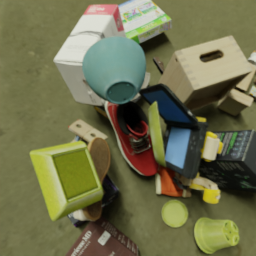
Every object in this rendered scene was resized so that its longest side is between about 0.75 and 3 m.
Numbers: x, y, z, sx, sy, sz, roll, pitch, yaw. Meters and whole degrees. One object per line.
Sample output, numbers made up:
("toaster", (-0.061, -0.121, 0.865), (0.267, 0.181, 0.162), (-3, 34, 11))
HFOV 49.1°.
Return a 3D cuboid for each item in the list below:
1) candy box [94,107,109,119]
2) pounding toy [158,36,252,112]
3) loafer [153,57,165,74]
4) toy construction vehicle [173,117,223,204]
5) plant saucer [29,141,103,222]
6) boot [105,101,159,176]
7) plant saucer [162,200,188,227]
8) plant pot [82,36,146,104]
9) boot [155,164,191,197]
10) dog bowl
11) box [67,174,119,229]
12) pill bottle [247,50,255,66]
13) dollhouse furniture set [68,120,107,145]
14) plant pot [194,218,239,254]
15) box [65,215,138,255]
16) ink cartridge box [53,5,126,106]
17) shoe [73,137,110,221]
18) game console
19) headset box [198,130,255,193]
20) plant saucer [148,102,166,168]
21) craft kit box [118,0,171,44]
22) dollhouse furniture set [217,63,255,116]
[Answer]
("candy box", (-0.806, -0.468, 10.220), (0.918, 0.469, 0.121), (35, 92, 13))
("pounding toy", (2.325, -1.747, 8.794), (2.472, 2.275, 1.757), (-19, 75, -15))
("loafer", (1.267, -2.470, 10.942), (0.287, 0.295, 0.809), (-28, 79, -5))
("toy construction vehicle", (2.149, 0.818, 8.424), (0.885, 2.513, 2.188), (8, 98, -12))
("plant saucer", (-1.035, 0.888, 5.271), (0.310, 1.294, 1.292), (-27, 80, 36))
("boot", (0.328, 0.466, 8.275), (1.070, 2.133, 2.956), (-30, 109, -7))
("plant saucer", (1.614, 2.985, 9.768), (0.899, 0.140, 0.899), (0, 77, 1))
("plant pot", (-0.248, -1.155, 6.492), (1.540, 1.540, 1.037), (-12, 52, -3))
("boot", (1.484, 1.180, 9.831), (1.308, 0.916, 2.440), (-1, 78, 5))
("dog bowl", (-0.475, -1.821, 10.365), (2.525, 0.741, 2.525), (0, 66, 0))
("box", (-1.268, 2.338, 9.239), (1.761, 1.076, 0.934), (-33, 70, -18))
("pill bottle", (5.160, -2.794, 10.847), (1.080, 0.629, 0.629), (-43, 80, -9))
("dollhouse furniture set", (-1.770, 0.814, 9.223), (1.225, 1.232, 1.748), (32, 40, 12))
("plant pot", (2.891, 3.390, 8.948), (1.124, 1.033, 1.124), (15, 61, -28))
("box", (-0.798, 3.907, 8.808), (1.759, 1.444, 1.459), (37, 83, 7))
("ink cartridge box", (-1.019, -2.316, 9.002), (1.131, 1.942, 2.667), (8, 58, 20))
("shoe", (-1.077, 1.383, 7.927), (0.863, 0.659, 2.468), (32, 49, -35))
("game console", (1.041, 0.064, 8.255), (1.517, 2.607, 2.293), (12, 91, -12))
("headset box", (3.282, 1.045, 8.598), (1.983, 2.278, 1.057), (40, 66, -25))
("plant saucer", (0.825, 0.201, 8.147), (0.300, 1.934, 1.934), (-8, 77, 7))
("craft kit box", (0.263, -4.150, 10.867), (2.090, 0.507, 2.064), (-27, 54, -7))
("dollhouse furniture set", (4.154, -1.606, 10.237), (1.807, 1.280, 1.967), (27, 79, 6))
